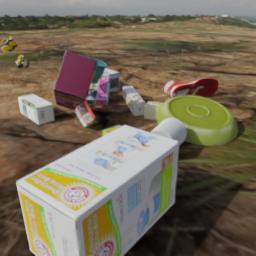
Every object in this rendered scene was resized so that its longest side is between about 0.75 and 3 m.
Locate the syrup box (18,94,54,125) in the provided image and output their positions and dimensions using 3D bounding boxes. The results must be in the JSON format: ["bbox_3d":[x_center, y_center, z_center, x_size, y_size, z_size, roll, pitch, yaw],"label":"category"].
[{"bbox_3d":[-3.177,-0.662,9.624,0.622,0.602,1.528,-20,31,-38],"label":"syrup box"}]

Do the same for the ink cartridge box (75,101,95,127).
[{"bbox_3d":[-1.304,-0.400,8.371,0.276,0.597,1.096,-33,2,-16],"label":"ink cartridge box"}]

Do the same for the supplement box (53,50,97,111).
[{"bbox_3d":[-1.678,-1.345,8.807,0.941,1.212,2.197,17,-10,-10],"label":"supplement box"}]

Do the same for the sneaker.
[{"bbox_3d":[2.588,-1.824,11.947,2.308,0.904,1.333,-8,26,-21],"label":"sneaker"}]

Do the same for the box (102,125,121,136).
[{"bbox_3d":[-0.223,0.245,7.993,0.667,0.275,1.137,-21,34,-38],"label":"box"}]

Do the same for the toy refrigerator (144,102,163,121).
[{"bbox_3d":[1.315,-0.540,9.465,1.465,0.512,0.556,8,25,19],"label":"toy refrigerator"}]

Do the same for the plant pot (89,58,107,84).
[{"bbox_3d":[-1.286,-2.063,10.263,0.813,0.764,0.813,17,25,-8],"label":"plant pot"}]

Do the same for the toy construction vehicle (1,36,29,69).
[{"bbox_3d":[-3.554,-2.323,8.704,0.403,0.995,1.143,-31,37,1],"label":"toy construction vehicle"}]

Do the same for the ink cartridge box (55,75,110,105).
[{"bbox_3d":[-1.804,-1.522,11.073,2.096,0.440,1.251,0,60,5],"label":"ink cartridge box"}]

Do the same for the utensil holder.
[{"bbox_3d":[0.998,0.260,7.247,0.797,0.797,0.938,12,25,25],"label":"utensil holder"}]

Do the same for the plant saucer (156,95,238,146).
[{"bbox_3d":[2.142,-0.384,8.642,2.545,0.395,2.545,5,35,-3],"label":"plant saucer"}]

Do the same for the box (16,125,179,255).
[{"bbox_3d":[-0.334,1.098,4.642,1.254,1.392,2.475,18,29,34],"label":"box"}]

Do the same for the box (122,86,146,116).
[{"bbox_3d":[0.187,-1.075,10.746,0.449,0.480,2.319,-4,25,-10],"label":"box"}]

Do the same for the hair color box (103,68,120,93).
[{"bbox_3d":[-1.796,-2.345,13.094,1.448,0.887,2.925,-16,28,-32],"label":"hair color box"}]
